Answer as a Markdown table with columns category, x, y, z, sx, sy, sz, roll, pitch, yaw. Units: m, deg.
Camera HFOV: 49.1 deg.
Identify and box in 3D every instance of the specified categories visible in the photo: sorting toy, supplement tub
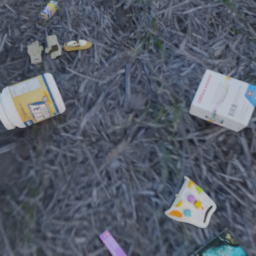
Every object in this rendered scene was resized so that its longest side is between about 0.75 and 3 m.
| category | x | y | z | sx | sy | sz | roll | pitch | yaw |
| --- | --- | --- | --- | --- | --- | --- | --- | --- | --- |
| sorting toy | 2.321 | 2.678 | 9.723 | 1.408 | 0.836 | 1.564 | 36 | 66 | -3 |
| supplement tub | -3.864 | -1.016 | 11.074 | 2.330 | 1.686 | 1.686 | -23 | 64 | -11 |

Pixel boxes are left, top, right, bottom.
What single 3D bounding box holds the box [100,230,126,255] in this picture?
| category | x | y | z | sx | sy | sz | roll | pitch | yaw |
| --- | --- | --- | --- | --- | --- | --- | --- | --- | --- |
| box | -0.248 | 3.994 | 8.685 | 0.317 | 1.110 | 1.622 | -36 | 67 | -18 |

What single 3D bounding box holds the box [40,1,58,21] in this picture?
| category | x | y | z | sx | sy | sz | roll | pitch | yaw |
| --- | --- | --- | --- | --- | --- | --- | --- | --- | --- |
| box | -4.096 | -6.127 | 14.612 | 0.387 | 0.355 | 1.105 | 20 | 64 | 11 |

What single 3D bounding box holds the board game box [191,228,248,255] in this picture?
| category | x | y | z | sx | sy | sz | roll | pitch | yaw |
| --- | --- | --- | --- | --- | --- | --- | --- | --- | --- |
| board game box | 2.912 | 4.236 | 9.048 | 1.704 | 0.240 | 1.152 | -30 | 66 | -15 |

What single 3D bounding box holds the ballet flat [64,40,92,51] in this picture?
| category | x | y | z | sx | sy | sz | roll | pitch | yaw |
| --- | --- | --- | --- | --- | --- | --- | --- | --- | --- |
| ballet flat | -2.407 | -3.975 | 13.403 | 1.349 | 0.425 | 0.463 | -15 | 63 | -8 |

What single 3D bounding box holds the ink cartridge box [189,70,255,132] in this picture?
| category | x | y | z | sx | sy | sz | roll | pitch | yaw |
| --- | --- | --- | --- | --- | --- | --- | --- | --- | --- |
| ink cartridge box | 3.671 | -1.019 | 10.916 | 2.087 | 1.524 | 1.531 | 23 | 85 | 11 |

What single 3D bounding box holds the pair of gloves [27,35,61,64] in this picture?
| category | x | y | z | sx | sy | sz | roll | pitch | yaw |
| --- | --- | --- | --- | --- | --- | --- | --- | --- | --- |
| pair of gloves | -3.975 | -3.704 | 13.352 | 1.551 | 0.272 | 1.319 | -21 | 67 | -9 |
